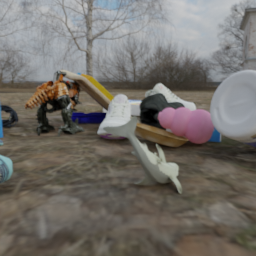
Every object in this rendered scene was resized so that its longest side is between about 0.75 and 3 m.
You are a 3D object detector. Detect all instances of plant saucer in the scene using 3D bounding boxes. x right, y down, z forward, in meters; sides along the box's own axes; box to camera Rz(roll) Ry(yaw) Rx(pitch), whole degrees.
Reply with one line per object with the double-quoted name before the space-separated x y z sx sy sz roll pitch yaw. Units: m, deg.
"plant saucer" 0.722 0.188 6.717 1.419 0.251 1.419 16 5 -1

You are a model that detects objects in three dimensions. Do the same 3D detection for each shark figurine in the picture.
"shark figurine" 0.241 0.546 4.028 0.601 1.440 0.860 -35 33 18

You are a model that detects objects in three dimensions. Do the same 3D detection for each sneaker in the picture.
"sneaker" -0.370 -0.343 7.995 0.876 1.165 2.339 4 11 0
"sneaker" 0.887 -0.602 9.883 1.270 1.062 2.798 -10 14 -19
"sneaker" 1.454 -1.023 11.081 1.124 1.434 2.886 -22 16 -29
"sneaker" -2.367 0.366 4.111 0.874 0.786 2.024 -12 32 -42

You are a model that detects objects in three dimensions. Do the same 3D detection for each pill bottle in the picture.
"pill bottle" 2.861 -0.203 5.698 2.193 1.313 1.313 17 -1 -33

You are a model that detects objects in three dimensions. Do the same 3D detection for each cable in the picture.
"cable" -4.583 -0.391 9.851 1.316 0.410 1.614 -8 30 -24

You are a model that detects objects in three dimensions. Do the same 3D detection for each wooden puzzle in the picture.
"wooden puzzle" -1.053 -1.203 10.184 2.881 0.536 2.665 37 -2 -28

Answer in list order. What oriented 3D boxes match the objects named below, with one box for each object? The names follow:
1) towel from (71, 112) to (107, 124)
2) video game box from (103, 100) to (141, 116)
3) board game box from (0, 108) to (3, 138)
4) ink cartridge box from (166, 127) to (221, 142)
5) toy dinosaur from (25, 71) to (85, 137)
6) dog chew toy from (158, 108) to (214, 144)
"towel" -1.537 -0.450 11.021 1.711 0.424 1.264 0 10 -1
"video game box" 0.462 -1.040 14.226 2.634 0.617 2.400 6 13 33
"board game box" -4.289 -0.502 7.761 1.578 1.545 0.441 3 10 20
"ink cartridge box" 1.839 -0.046 7.784 1.441 0.610 1.041 2 13 18
"toy dinosaur" -2.230 -0.769 8.410 1.417 1.883 2.774 7 12 35
"dog chew toy" 1.392 -0.121 6.854 1.341 0.835 0.835 16 12 9
